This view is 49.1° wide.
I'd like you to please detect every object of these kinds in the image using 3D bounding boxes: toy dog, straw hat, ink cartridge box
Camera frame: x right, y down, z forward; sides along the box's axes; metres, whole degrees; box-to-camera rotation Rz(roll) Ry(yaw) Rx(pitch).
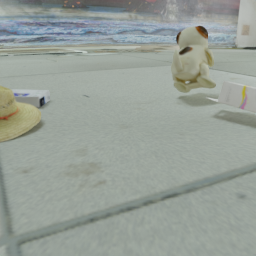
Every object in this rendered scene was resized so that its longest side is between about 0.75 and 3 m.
[{"bbox_3d":[2.678,-3.146,12.232,2.485,2.563,1.788,24,-22,-34],"label":"toy dog"},{"bbox_3d":[-4.052,-0.709,8.509,2.664,1.128,2.664,4,31,-2],"label":"straw hat"},{"bbox_3d":[-4.698,-1.243,11.559,2.596,0.509,1.291,3,21,4],"label":"ink cartridge box"},{"bbox_3d":[4.037,-1.028,9.562,2.326,0.783,1.362,24,15,38],"label":"ink cartridge box"}]
